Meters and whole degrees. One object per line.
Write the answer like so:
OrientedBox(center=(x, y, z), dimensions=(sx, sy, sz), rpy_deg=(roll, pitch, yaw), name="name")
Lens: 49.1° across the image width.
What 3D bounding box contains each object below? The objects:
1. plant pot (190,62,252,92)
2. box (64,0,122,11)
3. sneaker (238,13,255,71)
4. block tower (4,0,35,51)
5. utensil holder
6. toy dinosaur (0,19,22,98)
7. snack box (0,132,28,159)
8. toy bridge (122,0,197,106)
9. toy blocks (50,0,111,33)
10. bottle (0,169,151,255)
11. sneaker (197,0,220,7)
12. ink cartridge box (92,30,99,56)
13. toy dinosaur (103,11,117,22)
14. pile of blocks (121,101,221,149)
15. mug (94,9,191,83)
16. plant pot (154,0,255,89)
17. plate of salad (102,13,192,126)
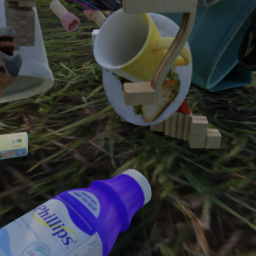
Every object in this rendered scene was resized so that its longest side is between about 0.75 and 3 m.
OrientedBox(center=(2.954, -2.586, 10.251), dimensions=(1.779, 1.780, 2.518), rpy_deg=(-12, 24, -20), name="plant pot")
OrientedBox(center=(-0.925, -2.469, 4.913), dimensions=(1.156, 0.292, 1.617), rpy_deg=(21, 5, -38), name="box")
OrientedBox(center=(2.325, -1.655, 4.527), dimensions=(1.056, 2.549, 0.904), rpy_deg=(-27, 80, -6), name="sneaker")
OrientedBox(center=(-1.568, -1.820, 4.045), dimensions=(0.390, 1.350, 0.365), rpy_deg=(-12, 48, -32), name="block tower")
OrientedBox(center=(-3.008, -2.112, 5.389), dimensions=(2.548, 2.998, 2.548), rpy_deg=(-12, 0, 0), name="utensil holder")
OrientedBox(center=(-0.955, -0.361, 1.617), dimensions=(0.518, 0.818, 1.208), rpy_deg=(-10, -8, -25), name="toy dinosaur")
OrientedBox(center=(-2.989, 0.446, 6.464), dimensions=(1.258, 0.233, 0.731), rpy_deg=(-8, 31, -13), name="snack box")
OrientedBox(center=(0.200, -0.827, 1.832), dimensions=(0.475, 1.414, 0.192), rpy_deg=(-3, 30, -7), name="toy bridge")
OrientedBox(center=(-0.754, -4.323, 8.953), dimensions=(2.756, 2.576, 2.320), rpy_deg=(-38, 82, -24), name="toy blocks")
OrientedBox(center=(-0.787, 1.482, 4.015), dimensions=(2.744, 0.896, 1.146), rpy_deg=(-26, 41, -37), name="bottle")
OrientedBox(center=(1.433, -2.148, 4.244), dimensions=(0.461, 0.404, 1.150), rpy_deg=(-34, 27, -24), name="sneaker")
OrientedBox(center=(-0.953, -4.072, 13.428), dimensions=(1.421, 1.043, 1.038), rpy_deg=(0, 30, -1), name="ink cartridge box")
OrientedBox(center=(-0.243, -3.462, 7.102), dimensions=(0.958, 1.804, 0.545), rpy_deg=(25, 8, 22), name="toy dinosaur")
OrientedBox(center=(1.097, -0.450, 7.319), dimensions=(2.986, 0.928, 1.226), rpy_deg=(22, 37, 32), name="pile of blocks")
OrientedBox(center=(0.163, -0.798, 3.190), dimensions=(0.914, 0.732, 0.750), rpy_deg=(50, 13, 34), name="mug")
OrientedBox(center=(1.427, -2.619, 5.770), dimensions=(2.596, 2.650, 2.650), rpy_deg=(39, 44, 16), name="plant pot")
OrientedBox(center=(0.164, -0.879, 4.319), dimensions=(1.716, 1.716, 0.412), rpy_deg=(25, 22, 36), name="plate of salad")
